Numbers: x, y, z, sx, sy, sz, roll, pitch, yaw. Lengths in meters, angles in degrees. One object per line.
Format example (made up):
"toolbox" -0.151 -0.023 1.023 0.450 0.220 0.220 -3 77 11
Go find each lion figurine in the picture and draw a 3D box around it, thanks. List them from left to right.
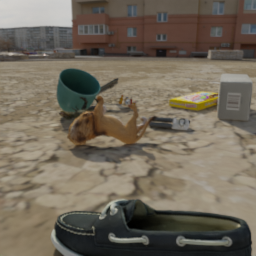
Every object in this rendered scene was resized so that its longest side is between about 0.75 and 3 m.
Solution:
"lion figurine" -0.452 -0.021 8.177 2.442 0.885 1.496 11 59 6

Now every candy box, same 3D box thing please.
"candy box" 3.430 -1.331 13.432 1.519 0.393 2.972 11 20 41

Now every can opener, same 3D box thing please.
"can opener" 1.422 -0.149 9.730 1.434 0.378 0.477 5 -7 13

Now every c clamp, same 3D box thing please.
"c clamp" -1.280 -1.807 13.735 2.236 0.303 1.911 -34 5 -26

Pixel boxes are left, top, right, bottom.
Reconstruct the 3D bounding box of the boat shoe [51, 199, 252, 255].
"boat shoe" 0.143 1.318 3.616 2.732 0.824 1.033 2 7 24

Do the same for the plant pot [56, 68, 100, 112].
"plant pot" -2.127 -1.367 11.369 1.677 1.346 1.677 18 40 -15

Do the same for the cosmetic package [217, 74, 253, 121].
"cosmetic package" 4.393 -1.374 11.672 1.288 1.525 2.856 5 19 21

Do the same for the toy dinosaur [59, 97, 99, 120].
"toy dinosaur" -1.415 -0.636 10.041 2.000 0.881 0.475 7 1 -1

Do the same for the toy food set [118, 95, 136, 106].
"toy food set" 0.044 -1.221 12.721 0.933 0.420 0.445 10 -7 42
